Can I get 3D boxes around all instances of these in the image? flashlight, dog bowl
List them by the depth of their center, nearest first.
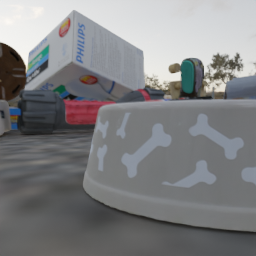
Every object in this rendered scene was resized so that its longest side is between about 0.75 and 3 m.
[{"bbox_3d":[0.434,0.078,1.425,1.329,0.390,1.329,-1,2,0],"label":"dog bowl"},{"bbox_3d":[-0.590,-0.362,5.401,2.806,0.950,0.954,0,7,-29],"label":"flashlight"}]

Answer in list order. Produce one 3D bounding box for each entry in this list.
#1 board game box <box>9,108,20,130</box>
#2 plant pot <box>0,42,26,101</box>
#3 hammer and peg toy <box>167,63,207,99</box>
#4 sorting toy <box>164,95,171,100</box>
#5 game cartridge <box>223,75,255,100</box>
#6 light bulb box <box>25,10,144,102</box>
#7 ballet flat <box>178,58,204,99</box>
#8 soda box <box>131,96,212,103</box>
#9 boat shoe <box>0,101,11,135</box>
[{"bbox_3d":[-2.746,-0.244,7.263,1.824,0.510,1.786,-1,3,-26],"label":"board game box"},{"bbox_3d":[-4.435,-1.660,8.657,2.290,2.290,2.267,-2,4,-45],"label":"plant pot"},{"bbox_3d":[1.922,-1.137,8.776,1.357,1.846,0.651,-8,2,-26],"label":"hammer and peg toy"},{"bbox_3d":[1.055,-0.767,13.005,2.223,1.319,2.469,-8,-1,30],"label":"sorting toy"},{"bbox_3d":[3.753,-0.823,8.826,1.444,0.450,2.169,-4,-32,12],"label":"game cartridge"},{"bbox_3d":[-1.069,-1.367,6.974,2.152,1.343,2.133,17,-27,-41],"label":"light bulb box"},{"bbox_3d":[1.380,-0.726,6.015,0.575,1.599,0.575,0,28,0],"label":"ballet flat"},{"bbox_3d":[0.520,-0.176,4.430,1.538,0.544,0.487,-2,9,33],"label":"soda box"},{"bbox_3d":[-2.479,-0.167,4.320,0.970,0.781,2.093,-8,-3,-14],"label":"boat shoe"}]
